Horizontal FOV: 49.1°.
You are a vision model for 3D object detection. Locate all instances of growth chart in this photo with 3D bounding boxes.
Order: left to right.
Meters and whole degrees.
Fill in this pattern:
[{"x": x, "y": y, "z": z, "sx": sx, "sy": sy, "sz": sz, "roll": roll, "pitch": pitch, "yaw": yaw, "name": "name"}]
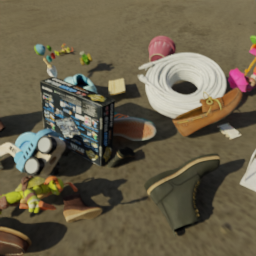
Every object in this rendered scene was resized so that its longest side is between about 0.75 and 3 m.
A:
[{"x": 3.198, "y": 0.099, "z": 8.912, "sx": 0.551, "sy": 0.068, "sz": 0.762, "roll": -12, "pitch": 37, "yaw": -16, "name": "growth chart"}]

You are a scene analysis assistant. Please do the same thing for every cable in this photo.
[{"x": 1.961, "y": -1.461, "z": 9.816, "sx": 2.718, "sy": 0.941, "sz": 2.719, "roll": -24, "pitch": 58, "yaw": -10, "name": "cable"}]

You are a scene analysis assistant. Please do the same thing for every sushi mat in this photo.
[{"x": -0.443, "y": -1.578, "z": 10.690, "sx": 0.626, "sy": 0.079, "sz": 1.308, "roll": -11, "pitch": 30, "yaw": 3, "name": "sushi mat"}]

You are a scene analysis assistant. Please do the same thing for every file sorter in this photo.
[{"x": 3.780, "y": 1.057, "z": 6.736, "sx": 1.605, "sy": 0.999, "sz": 1.114, "roll": 24, "pitch": 41, "yaw": 31, "name": "file sorter"}]

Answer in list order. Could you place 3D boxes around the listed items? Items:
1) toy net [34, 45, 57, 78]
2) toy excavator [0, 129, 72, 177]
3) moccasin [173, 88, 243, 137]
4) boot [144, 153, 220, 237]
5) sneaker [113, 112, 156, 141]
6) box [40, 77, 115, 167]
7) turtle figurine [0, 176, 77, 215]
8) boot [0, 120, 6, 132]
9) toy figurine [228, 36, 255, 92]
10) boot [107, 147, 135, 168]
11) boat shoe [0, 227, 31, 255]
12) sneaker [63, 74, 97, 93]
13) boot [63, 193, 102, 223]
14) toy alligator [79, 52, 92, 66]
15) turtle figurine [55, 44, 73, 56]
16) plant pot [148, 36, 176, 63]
[{"x": -3.120, "y": -2.576, "z": 10.998, "sx": 0.289, "sy": 1.497, "sz": 0.785, "roll": -23, "pitch": -5, "yaw": 23, "name": "toy net"}, {"x": -2.649, "y": 0.634, "z": 7.157, "sx": 1.853, "sy": 1.802, "sz": 0.926, "roll": 33, "pitch": 3, "yaw": 23, "name": "toy excavator"}, {"x": 2.290, "y": -0.558, "z": 8.169, "sx": 2.093, "sy": 0.808, "sz": 0.765, "roll": -29, "pitch": 21, "yaw": 25, "name": "moccasin"}, {"x": 1.485, "y": 1.466, "z": 6.278, "sx": 1.888, "sy": 0.731, "sz": 1.306, "roll": -25, "pitch": 57, "yaw": -8, "name": "boot"}, {"x": -0.147, "y": -0.132, "z": 8.487, "sx": 2.058, "sy": 0.735, "sz": 0.822, "roll": 5, "pitch": 28, "yaw": 12, "name": "sneaker"}, {"x": -1.452, "y": -0.213, "z": 7.777, "sx": 2.324, "sy": 1.847, "sz": 0.535, "roll": 22, "pitch": 34, "yaw": 29, "name": "box"}, {"x": -2.079, "y": 1.362, "z": 5.695, "sx": 1.793, "sy": 0.716, "sz": 2.224, "roll": -17, "pitch": 1, "yaw": -1, "name": "turtle figurine"}, {"x": -4.526, "y": -0.172, "z": 8.540, "sx": 1.455, "sy": 1.210, "sz": 0.526, "roll": -30, "pitch": 0, "yaw": 19, "name": "boot"}, {"x": 4.665, "y": -2.067, "z": 10.474, "sx": 1.999, "sy": 1.840, "sz": 1.500, "roll": 28, "pitch": 21, "yaw": -31, "name": "toy figurine"}, {"x": -0.197, "y": 0.827, "z": 7.661, "sx": 0.321, "sy": 0.573, "sz": 0.829, "roll": 52, "pitch": 22, "yaw": 24, "name": "boot"}, {"x": -2.721, "y": 2.259, "z": 5.396, "sx": 1.685, "sy": 0.593, "sz": 0.592, "roll": 1, "pitch": 32, "yaw": 15, "name": "boat shoe"}, {"x": -1.793, "y": -1.633, "z": 10.504, "sx": 0.924, "sy": 1.024, "sz": 2.500, "roll": -23, "pitch": 38, "yaw": -27, "name": "sneaker"}, {"x": -1.055, "y": 1.738, "z": 6.352, "sx": 0.845, "sy": 0.306, "sz": 0.703, "roll": -12, "pitch": 38, "yaw": -11, "name": "boot"}, {"x": -1.893, "y": -3.079, "z": 12.546, "sx": 0.493, "sy": 0.358, "sz": 1.489, "roll": -26, "pitch": 33, "yaw": 1, "name": "toy alligator"}, {"x": -3.381, "y": -4.023, "z": 14.588, "sx": 0.827, "sy": 0.330, "sz": 1.025, "roll": -29, "pitch": 52, "yaw": -25, "name": "turtle figurine"}, {"x": 1.507, "y": -3.456, "z": 13.116, "sx": 1.266, "sy": 1.266, "sz": 1.134, "roll": 10, "pitch": 51, "yaw": 14, "name": "plant pot"}]
